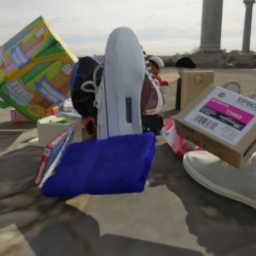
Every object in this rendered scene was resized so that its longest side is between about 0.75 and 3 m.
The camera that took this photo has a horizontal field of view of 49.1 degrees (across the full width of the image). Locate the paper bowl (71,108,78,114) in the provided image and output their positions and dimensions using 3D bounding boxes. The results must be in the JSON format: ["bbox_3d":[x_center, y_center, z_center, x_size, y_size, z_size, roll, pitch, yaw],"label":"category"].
[{"bbox_3d":[-1.566,-0.615,9.286,0.431,0.828,0.828,27,9,-15],"label":"paper bowl"}]

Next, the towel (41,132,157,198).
[{"bbox_3d":[-0.399,0.613,4.359,1.648,0.408,1.217,-9,33,24],"label":"towel"}]

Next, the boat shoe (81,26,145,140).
[{"bbox_3d":[-0.355,-0.616,5.764,1.175,2.757,1.019,-3,-1,41],"label":"boat shoe"}]

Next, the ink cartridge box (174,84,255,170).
[{"bbox_3d":[1.466,-0.070,4.290,0.977,0.445,1.185,-43,49,-19],"label":"ink cartridge box"}]

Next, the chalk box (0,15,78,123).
[{"bbox_3d":[-2.901,-1.499,8.227,2.807,1.746,1.738,-38,51,3],"label":"chalk box"}]

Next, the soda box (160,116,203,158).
[{"bbox_3d":[1.208,0.211,6.375,0.502,0.554,1.582,28,10,-12],"label":"soda box"}]

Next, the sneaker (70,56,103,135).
[{"bbox_3d":[-0.990,-0.807,6.877,1.006,2.670,1.047,-20,64,-15],"label":"sneaker"}]

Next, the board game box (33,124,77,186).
[{"bbox_3d":[-1.348,0.446,5.362,0.144,0.760,1.477,24,15,-1],"label":"board game box"}]

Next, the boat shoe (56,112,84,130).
[{"bbox_3d":[-1.375,-0.314,8.530,0.685,0.596,1.857,15,20,43],"label":"boat shoe"}]

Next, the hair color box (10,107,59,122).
[{"bbox_3d":[-3.068,-0.456,9.320,1.396,0.446,0.774,1,10,1],"label":"hair color box"}]

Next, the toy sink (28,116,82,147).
[{"bbox_3d":[-1.822,0.082,6.943,1.131,0.634,0.737,4,14,16],"label":"toy sink"}]

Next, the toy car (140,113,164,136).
[{"bbox_3d":[0.206,-0.635,7.537,1.008,2.056,0.684,-16,-7,-30],"label":"toy car"}]

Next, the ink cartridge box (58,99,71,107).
[{"bbox_3d":[-2.522,-1.116,12.288,1.101,0.243,0.518,-3,14,-12],"label":"ink cartridge box"}]

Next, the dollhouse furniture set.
[{"bbox_3d":[2.315,-0.338,6.326,2.028,1.737,2.132,0,15,5],"label":"dollhouse furniture set"}]

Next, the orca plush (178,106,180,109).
[{"bbox_3d":[2.282,-0.590,10.113,0.911,0.479,0.324,20,50,-17],"label":"orca plush"}]

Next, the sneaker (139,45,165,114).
[{"bbox_3d":[0.038,-1.304,7.627,1.265,2.190,0.829,-23,-5,-7],"label":"sneaker"}]

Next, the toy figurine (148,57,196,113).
[{"bbox_3d":[0.929,-1.888,11.273,2.909,2.055,2.954,-6,18,-34],"label":"toy figurine"}]

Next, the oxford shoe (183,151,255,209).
[{"bbox_3d":[1.939,0.714,4.276,1.055,0.811,2.807,-10,16,-27],"label":"oxford shoe"}]

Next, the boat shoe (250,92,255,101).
[{"bbox_3d":[6.355,-1.600,13.852,0.445,0.383,1.235,10,18,33],"label":"boat shoe"}]

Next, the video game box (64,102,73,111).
[{"bbox_3d":[-2.131,-0.907,11.474,0.926,0.238,1.017,-1,16,-8],"label":"video game box"}]
